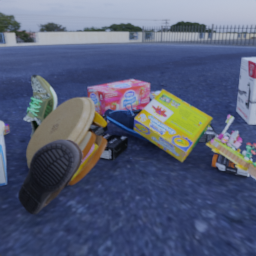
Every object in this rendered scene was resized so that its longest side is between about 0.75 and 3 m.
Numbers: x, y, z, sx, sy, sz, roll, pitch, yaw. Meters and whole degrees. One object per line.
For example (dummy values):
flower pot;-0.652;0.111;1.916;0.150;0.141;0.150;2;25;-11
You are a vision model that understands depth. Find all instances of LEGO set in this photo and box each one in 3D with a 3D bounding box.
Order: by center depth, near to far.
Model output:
LEGO set;2.852;0.359;7.251;1.234;0.998;2.682;28;11;-5

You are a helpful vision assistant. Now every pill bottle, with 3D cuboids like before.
pill bottle;2.699;0.950;7.337;0.938;0.498;0.498;10;23;25

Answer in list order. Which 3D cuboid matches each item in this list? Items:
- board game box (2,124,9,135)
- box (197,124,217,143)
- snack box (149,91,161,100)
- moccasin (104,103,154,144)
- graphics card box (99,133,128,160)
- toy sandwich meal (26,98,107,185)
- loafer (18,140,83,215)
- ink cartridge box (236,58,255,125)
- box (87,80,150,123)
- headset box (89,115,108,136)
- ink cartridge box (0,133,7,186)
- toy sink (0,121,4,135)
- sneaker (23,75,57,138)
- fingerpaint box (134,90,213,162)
board game box;-4.925;0.178;9.438;1.061;0.324;1.401;10;24;15
box;2.193;0.125;9.687;1.467;0.325;1.175;1;21;3
snack box;1.566;-1.586;14.074;0.806;0.300;1.133;-4;20;-5
moccasin;0.340;-0.191;9.434;2.615;0.892;1.052;23;-8;29
graphics card box;-0.919;0.498;8.590;1.597;0.406;1.002;7;21;23
toy sandwich meal;-1.598;0.290;7.447;2.669;0.914;2.669;-29;36;24
loafer;-1.493;0.878;5.531;0.788;2.158;0.766;49;36;6
ink cartridge box;5.074;-1.479;11.031;0.976;2.355;1.729;-1;21;4
box;-0.350;-1.191;11.778;2.530;1.261;1.208;-17;27;-39
headset box;-1.539;-0.077;8.817;1.456;0.546;1.082;6;21;26
ink cartridge box;-4.100;0.708;7.303;1.610;0.929;2.219;-10;25;-21
toy sink;-3.587;0.444;5.706;1.942;1.088;1.266;12;49;3
sneaker;-2.847;-0.553;8.899;0.859;2.235;0.990;15;31;31
fingerpaint box;1.276;-0.098;8.152;1.742;0.639;1.454;33;62;20
